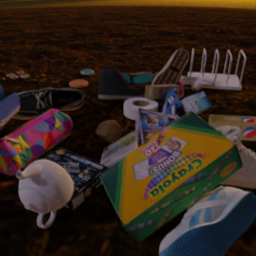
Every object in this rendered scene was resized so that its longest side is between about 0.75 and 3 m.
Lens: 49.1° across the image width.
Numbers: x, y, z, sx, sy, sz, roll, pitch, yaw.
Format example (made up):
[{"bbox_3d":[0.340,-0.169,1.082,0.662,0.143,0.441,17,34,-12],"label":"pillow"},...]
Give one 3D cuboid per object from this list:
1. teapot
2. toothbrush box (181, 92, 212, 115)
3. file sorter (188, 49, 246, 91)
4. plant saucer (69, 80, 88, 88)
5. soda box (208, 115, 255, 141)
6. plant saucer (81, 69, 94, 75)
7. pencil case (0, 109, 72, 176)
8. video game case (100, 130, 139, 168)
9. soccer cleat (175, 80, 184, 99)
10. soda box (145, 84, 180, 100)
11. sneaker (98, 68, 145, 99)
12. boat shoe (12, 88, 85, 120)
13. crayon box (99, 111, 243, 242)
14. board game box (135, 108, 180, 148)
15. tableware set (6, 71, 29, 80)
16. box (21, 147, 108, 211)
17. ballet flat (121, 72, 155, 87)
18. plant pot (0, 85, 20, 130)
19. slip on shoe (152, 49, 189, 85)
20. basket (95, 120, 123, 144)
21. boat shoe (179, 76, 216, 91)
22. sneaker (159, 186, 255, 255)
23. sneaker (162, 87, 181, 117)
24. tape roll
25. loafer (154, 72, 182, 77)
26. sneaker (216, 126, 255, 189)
[{"bbox_3d":[-1.841,1.381,5.946,1.265,1.249,0.924,41,40,-6],"label":"teapot"},{"bbox_3d":[2.575,-0.893,10.633,0.942,0.402,0.690,-20,73,-20],"label":"toothbrush box"},{"bbox_3d":[4.264,-2.962,13.778,2.518,1.568,1.747,5,30,10],"label":"file sorter"},{"bbox_3d":[-2.453,-2.204,13.865,0.940,0.152,0.940,0,30,0],"label":"plant saucer"},{"bbox_3d":[3.702,-0.004,9.471,1.904,0.645,0.609,3,30,5],"label":"soda box"},{"bbox_3d":[-2.251,-3.121,15.487,0.771,0.148,0.771,0,29,0],"label":"plant saucer"},{"bbox_3d":[-2.845,0.332,8.399,1.178,1.178,2.665,14,31,22],"label":"pencil case"},{"bbox_3d":[-0.243,0.648,8.108,1.268,0.145,1.154,-31,21,18],"label":"video game case"},{"bbox_3d":[2.149,-1.907,12.873,0.637,0.787,1.823,-31,50,13],"label":"soccer cleat"},{"bbox_3d":[1.414,-1.485,11.441,1.518,0.514,0.486,-8,17,-35],"label":"soda box"},{"bbox_3d":[-0.149,-1.871,11.830,2.347,1.247,0.878,-7,15,-35],"label":"sneaker"},{"bbox_3d":[-3.120,-1.035,10.521,2.995,1.059,0.954,-12,-5,-19],"label":"boat shoe"},{"bbox_3d":[0.885,0.992,6.354,2.779,0.809,1.650,-35,37,-3],"label":"crayon box"},{"bbox_3d":[1.170,0.360,8.604,2.297,0.708,2.296,13,30,7],"label":"board game box"},{"bbox_3d":[-5.894,-2.806,14.936,0.980,0.136,1.173,-22,36,-33],"label":"tableware set"},{"bbox_3d":[-1.689,1.269,7.450,1.856,0.427,1.475,17,34,27],"label":"box"},{"bbox_3d":[0.149,-2.257,13.418,2.232,0.789,0.789,-6,30,-2],"label":"ballet flat"},{"bbox_3d":[-4.708,-0.456,7.505,2.748,2.470,2.748,-45,18,6],"label":"plant pot"},{"bbox_3d":[1.827,-2.395,12.456,0.914,2.405,0.728,30,1,-1],"label":"slip on shoe"},{"bbox_3d":[-0.608,0.087,8.822,0.550,0.771,0.574,18,76,35],"label":"basket"},{"bbox_3d":[3.146,-1.987,12.935,1.809,0.591,0.666,13,-12,47],"label":"boat shoe"},{"bbox_3d":[1.557,2.032,5.799,2.439,0.933,0.985,-23,14,-28],"label":"sneaker"},{"bbox_3d":[1.728,-0.869,10.743,0.692,0.622,1.683,9,53,15],"label":"sneaker"},{"bbox_3d":[0.483,-0.748,10.887,1.341,0.469,1.341,2,27,-1],"label":"tape roll"},{"bbox_3d":[2.095,-2.924,14.715,1.643,0.554,0.625,-15,33,-24],"label":"loafer"},{"bbox_3d":[3.021,0.715,7.345,2.612,1.509,0.962,0,27,1],"label":"sneaker"}]
